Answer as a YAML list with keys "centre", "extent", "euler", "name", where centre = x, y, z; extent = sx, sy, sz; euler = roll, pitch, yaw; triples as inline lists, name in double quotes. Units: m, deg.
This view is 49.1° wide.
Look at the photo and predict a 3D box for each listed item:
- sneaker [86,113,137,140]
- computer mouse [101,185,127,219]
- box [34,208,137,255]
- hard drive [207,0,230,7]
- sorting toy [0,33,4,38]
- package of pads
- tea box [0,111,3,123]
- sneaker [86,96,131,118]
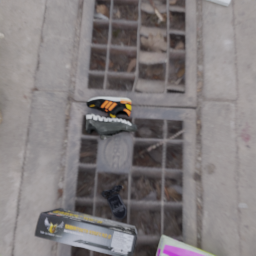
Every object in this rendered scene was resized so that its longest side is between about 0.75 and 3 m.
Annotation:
- centre: [-0.560, 0.051, 8.582]
  extent: [1.636, 0.544, 0.740]
  euler: [10, 80, 6]
  name: "sneaker"
- centre: [-0.328, 2.215, 8.233]
  extent: [0.666, 0.253, 0.961]
  euler: [-22, 67, -4]
  name: "computer mouse"
- centre: [-0.971, 2.666, 7.279]
  extent: [2.354, 1.864, 0.569]
  euler: [13, 78, 3]
  name: "box"
- centre: [2.815, -5.107, 9.898]
  extent: [1.855, 0.244, 1.223]
  euler: [20, 78, 4]
  name: "hard drive"
- centre: [-4.999, -3.358, 8.209]
  extent: [2.352, 2.613, 1.396]
  euler: [9, 67, -4]
  name: "sorting toy"
- centre: [1.665, 4.087, 7.511]
  extent: [2.115, 0.721, 1.634]
  euler: [19, 78, 6]
  name: "package of pads"
- centre: [-5.010, -0.776, 7.649]
  extent: [2.249, 2.286, 1.528]
  euler: [14, 47, 3]
  name: "tea box"
- centre: [-0.602, -0.604, 8.729]
  extent: [1.422, 0.497, 0.640]
  euler: [-1, 74, -2]
  name: "sneaker"
